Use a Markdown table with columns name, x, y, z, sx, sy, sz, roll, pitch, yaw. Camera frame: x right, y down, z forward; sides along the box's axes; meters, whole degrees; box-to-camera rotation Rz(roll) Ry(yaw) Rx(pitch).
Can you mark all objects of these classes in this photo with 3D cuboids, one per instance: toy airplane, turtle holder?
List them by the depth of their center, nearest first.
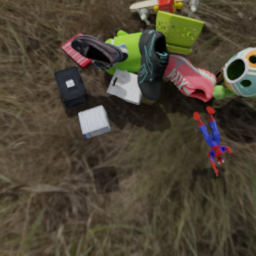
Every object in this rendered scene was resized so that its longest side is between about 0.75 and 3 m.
| name | x | y | z | sx | sy | sz | roll | pitch | yaw |
| --- | --- | --- | --- | --- | --- | --- | --- | --- | --- |
| turtle holder | 4.293 | -2.022 | 10.499 | 1.643 | 2.313 | 1.758 | -1 | 90 | -34 |
| toy airplane | 1.901 | -5.923 | 13.374 | 2.858 | 2.025 | 2.870 | -27 | 31 | -23 |

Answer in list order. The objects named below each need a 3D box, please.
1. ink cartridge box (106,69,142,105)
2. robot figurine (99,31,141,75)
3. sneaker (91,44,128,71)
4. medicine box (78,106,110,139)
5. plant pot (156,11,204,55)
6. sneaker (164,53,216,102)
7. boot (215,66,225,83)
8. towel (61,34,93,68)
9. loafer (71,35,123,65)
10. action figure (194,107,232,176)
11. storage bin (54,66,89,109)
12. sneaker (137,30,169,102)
| name | x | y | z | sx | sy | sz | roll | pitch | yaw |
| --- | --- | --- | --- | --- | --- | --- | --- | --- | --- |
| ink cartridge box | -0.022 | -1.626 | 11.129 | 1.359 | 0.340 | 1.093 | 19 | 78 | 15 |
| robot figurine | 0.044 | -3.095 | 11.843 | 2.708 | 1.567 | 2.376 | -8 | 68 | 10 |
| sneaker | -0.695 | -2.785 | 10.965 | 1.605 | 0.623 | 0.693 | -14 | 54 | 23 |
| medicine box | -1.095 | -0.179 | 9.048 | 0.843 | 0.434 | 0.768 | -18 | 65 | 4 |
| plant pot | 1.792 | -3.562 | 10.574 | 1.387 | 1.265 | 1.394 | 5 | 26 | -18 |
| sneaker | 2.282 | -1.967 | 11.182 | 2.889 | 1.065 | 1.253 | 21 | 58 | -13 |
| boot | 4.137 | -2.422 | 12.188 | 1.094 | 0.413 | 0.403 | -45 | 70 | -5 |
| towel | -2.135 | -3.589 | 13.000 | 1.232 | 0.192 | 1.703 | -41 | 69 | -15 |
| loafer | -1.283 | -2.833 | 10.277 | 2.189 | 0.787 | 0.689 | 20 | 51 | 21 |
| action figure | 2.951 | 0.595 | 9.399 | 0.782 | 2.397 | 1.186 | -24 | 35 | 9 |
| storage bin | -2.389 | -1.703 | 11.799 | 1.044 | 0.724 | 1.544 | -20 | 65 | -10 |
| sneaker | 0.920 | -2.196 | 10.152 | 0.984 | 2.609 | 1.034 | -17 | 22 | -32 |
